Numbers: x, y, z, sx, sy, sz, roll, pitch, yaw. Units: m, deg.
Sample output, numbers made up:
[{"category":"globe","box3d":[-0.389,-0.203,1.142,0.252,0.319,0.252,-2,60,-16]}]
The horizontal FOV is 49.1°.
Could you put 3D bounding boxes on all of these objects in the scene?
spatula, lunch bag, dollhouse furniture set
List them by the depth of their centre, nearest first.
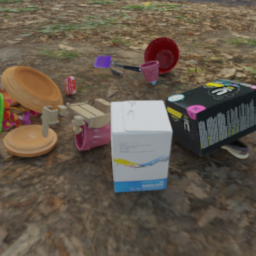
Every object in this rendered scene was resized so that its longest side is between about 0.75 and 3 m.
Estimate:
[{"category":"dollhouse furniture set","box3d":[-1.637,-0.150,10.266,1.428,1.220,2.755,29,28,33]},{"category":"lunch bag","box3d":[-2.816,-2.071,13.722,0.348,0.849,0.748,-13,11,-38]},{"category":"spatula","box3d":[-0.475,-3.513,15.744,2.785,0.286,0.787,11,70,-7]}]

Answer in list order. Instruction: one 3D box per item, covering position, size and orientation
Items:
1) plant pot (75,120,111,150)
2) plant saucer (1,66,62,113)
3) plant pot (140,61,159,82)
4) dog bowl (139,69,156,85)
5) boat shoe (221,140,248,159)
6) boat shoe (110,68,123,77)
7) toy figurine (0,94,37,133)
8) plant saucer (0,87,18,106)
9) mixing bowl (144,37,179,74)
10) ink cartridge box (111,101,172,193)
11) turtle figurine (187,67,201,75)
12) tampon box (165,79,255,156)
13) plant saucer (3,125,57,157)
[{"category":"plant pot","box3d":[-1.295,0.195,10.551,1.137,1.270,1.270,0,33,-27]},{"category":"plant saucer","box3d":[-4.062,-1.774,12.279,2.802,0.524,2.802,34,26,-19]},{"category":"plant pot","box3d":[1.080,-2.673,13.440,0.917,0.821,0.917,-13,26,6]},{"category":"dog bowl","box3d":[1.049,-2.741,14.662,1.137,0.282,0.633,46,7,-2]},{"category":"boat shoe","box3d":[3.766,0.511,10.565,0.619,0.557,1.720,-24,43,-29]},{"category":"boat shoe","box3d":[-0.633,-3.153,15.827,0.852,0.322,0.306,32,42,23]},{"category":"toy figurine","box3d":[-4.528,-0.550,11.553,1.492,1.621,1.217,1,8,-33]},{"category":"plant saucer","box3d":[-5.842,-1.481,13.536,1.775,0.286,1.775,1,36,-1]},{"category":"mixing bowl","box3d":[1.993,-3.997,15.929,2.008,2.008,1.088,14,5,18]},{"category":"ink cartridge box","box3d":[0.330,0.566,8.939,1.718,2.375,1.749,-2,36,-3]},{"category":"turtle figurine","box3d":[3.804,-3.262,15.934,0.804,0.321,0.998,2,36,2]},{"category":"tampon box","box3d":[3.077,-0.509,10.341,2.707,1.709,2.029,-21,26,-18]},{"category":"plant saucer","box3d":[-3.728,0.407,10.730,1.944,0.314,1.944,4,32,-3]}]
